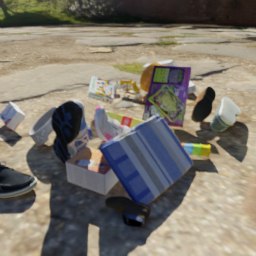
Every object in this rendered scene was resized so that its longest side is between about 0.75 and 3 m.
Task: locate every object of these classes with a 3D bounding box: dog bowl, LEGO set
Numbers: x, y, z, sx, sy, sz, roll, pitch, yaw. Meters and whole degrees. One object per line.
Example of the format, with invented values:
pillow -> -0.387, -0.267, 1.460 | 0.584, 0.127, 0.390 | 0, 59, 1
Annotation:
dog bowl -> -2.860, -0.121, 9.952 | 1.599, 0.469, 1.599 | -34, 27, 20
LEGO set -> 0.191, -1.936, 14.732 | 2.071, 0.771, 0.953 | 25, 70, 33

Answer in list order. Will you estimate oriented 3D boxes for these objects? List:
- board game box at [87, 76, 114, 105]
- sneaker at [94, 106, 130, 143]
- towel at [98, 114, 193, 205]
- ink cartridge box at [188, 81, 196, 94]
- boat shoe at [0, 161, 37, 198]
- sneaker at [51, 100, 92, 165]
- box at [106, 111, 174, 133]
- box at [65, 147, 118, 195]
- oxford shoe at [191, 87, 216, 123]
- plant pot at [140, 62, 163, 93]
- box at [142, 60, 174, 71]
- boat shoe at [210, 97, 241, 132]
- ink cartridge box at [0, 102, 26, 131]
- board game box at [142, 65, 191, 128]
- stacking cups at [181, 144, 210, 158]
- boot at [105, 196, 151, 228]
board game box -> -1.207, -1.717, 12.598 | 1.094, 0.300, 1.733 | 16, 31, -13
sneaker -> -0.346, 0.143, 8.497 | 0.889, 2.016, 0.820 | -20, 30, 14
towel -> 0.623, 0.824, 7.993 | 2.725, 0.324, 2.001 | -28, 80, -43
ink cartridge box -> 2.604, -2.105, 15.308 | 1.824, 0.457, 1.467 | -19, 26, 3
boat shoe -> -3.646, 1.331, 7.690 | 2.364, 0.736, 0.882 | 7, 25, 12
sneaker -> -1.594, 0.032, 8.171 | 0.961, 2.539, 0.978 | 43, 52, 15
box -> 0.217, -0.005, 10.102 | 2.690, 0.674, 1.012 | 17, 1, 32
box -> -0.945, 1.189, 8.008 | 1.304, 0.694, 0.993 | 13, 29, 24
oxford shoe -> 3.068, -0.859, 11.815 | 0.755, 0.755, 2.118 | 43, 51, -7
plant pot -> 1.682, -2.329, 14.388 | 1.627, 1.627, 1.490 | -22, 46, -38
box -> 1.778, -3.053, 15.789 | 1.591, 1.212, 0.846 | -3, 23, 25
boat shoe -> 3.873, -0.538, 11.292 | 0.943, 0.800, 2.590 | 44, 33, 5
ink cartridge box -> -4.668, -0.477, 11.246 | 0.757, 0.441, 1.039 | -51, 46, -4
board game box -> 1.654, -1.383, 11.736 | 1.648, 0.443, 2.745 | 5, 66, 20
stacking cups -> 1.941, 0.667, 9.188 | 1.422, 0.430, 0.430 | 9, 27, 7
boot -> -0.069, 1.989, 6.674 | 1.158, 0.433, 0.561 | 9, 25, 13
